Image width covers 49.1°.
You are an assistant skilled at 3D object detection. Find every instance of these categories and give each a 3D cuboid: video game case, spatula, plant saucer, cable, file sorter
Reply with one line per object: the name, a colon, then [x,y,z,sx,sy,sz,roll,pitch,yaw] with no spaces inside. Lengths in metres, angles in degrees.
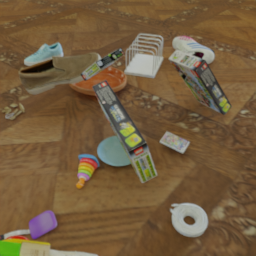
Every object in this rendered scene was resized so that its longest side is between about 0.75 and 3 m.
video game case: [1.576,0.486,9.482,0.857,0.077,0.614,26,44,17]
spatula: [-2.966,2.750,7.143,2.261,0.232,0.639,-17,41,-19]
plant saucer: [-1.403,-2.161,12.852,2.660,0.429,2.660,3,35,-2]
cable: [1.621,2.448,7.441,0.934,0.323,0.934,-5,40,-8]
plant saucer: [-0.301,0.833,9.441,1.464,0.282,1.464,0,40,0]
file sorter: [0.855,-3.704,14.137,1.515,1.359,2.183,11,40,13]

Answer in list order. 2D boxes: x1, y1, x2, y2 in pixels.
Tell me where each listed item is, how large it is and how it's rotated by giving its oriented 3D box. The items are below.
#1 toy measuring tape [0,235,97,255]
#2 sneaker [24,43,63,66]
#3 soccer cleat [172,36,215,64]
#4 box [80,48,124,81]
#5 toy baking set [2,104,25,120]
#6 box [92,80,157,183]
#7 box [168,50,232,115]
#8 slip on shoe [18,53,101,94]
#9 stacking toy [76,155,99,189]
toy measuring tape: [-2.053,3.125,6.406,2.951,1.086,1.086,15,36,-17]
sneaker: [-4.526,-3.975,14.819,2.191,0.898,0.810,-31,48,-33]
soccer cleat: [3.267,-4.153,14.975,1.202,0.973,2.784,-30,48,-31]
box: [-0.811,-2.093,9.164,0.840,0.265,1.527,-26,14,42]
toy baking set: [-4.640,-0.655,11.401,0.827,0.125,1.078,-26,46,-25]
box: [-0.143,0.026,8.010,0.494,1.566,2.845,-27,47,-5]
box: [2.730,-1.657,10.458,0.478,2.756,1.517,-48,41,0]
slip on shoe: [-2.447,-2.160,10.100,2.966,0.899,1.128,-18,50,1]
stacking toy: [-1.338,1.405,8.618,0.619,0.585,1.066,3,49,16]
